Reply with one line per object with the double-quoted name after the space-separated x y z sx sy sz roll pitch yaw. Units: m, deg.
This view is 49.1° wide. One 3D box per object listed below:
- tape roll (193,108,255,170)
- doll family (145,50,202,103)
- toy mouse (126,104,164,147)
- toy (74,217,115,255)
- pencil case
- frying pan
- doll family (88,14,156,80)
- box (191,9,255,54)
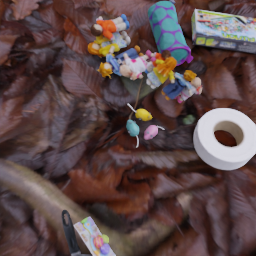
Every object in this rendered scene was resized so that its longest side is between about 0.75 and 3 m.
2.665 0.284 7.694 1.667 0.583 1.667 0 61 0 "tape roll"
1.266 -1.355 7.842 1.835 1.139 0.827 39 47 -9 "doll family"
0.415 0.004 7.792 1.255 0.243 1.115 24 66 -12 "toy mouse"
-0.623 2.411 6.011 0.265 0.645 1.121 -47 72 18 "toy"
1.382 -3.203 9.431 1.076 0.991 2.329 7 57 -28 "pencil case"
-1.213 3.036 5.993 1.334 0.359 2.206 -37 80 -7 "frying pan"
-0.375 -2.363 9.060 1.565 1.136 2.521 -29 78 -27 "doll family"
3.457 -3.319 9.669 2.441 0.424 1.343 7 60 -4 "box"
